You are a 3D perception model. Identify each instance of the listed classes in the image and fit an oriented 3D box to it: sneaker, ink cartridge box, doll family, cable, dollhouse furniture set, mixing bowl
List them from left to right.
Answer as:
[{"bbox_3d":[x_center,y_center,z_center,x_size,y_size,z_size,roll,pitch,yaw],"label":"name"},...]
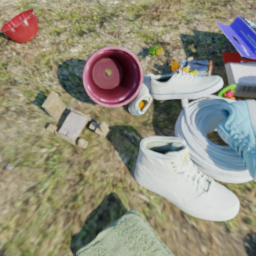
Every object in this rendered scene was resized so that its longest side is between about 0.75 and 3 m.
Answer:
[{"bbox_3d":[-4.672,-4.413,12.486,1.705,0.924,1.705,-17,42,16],"label":"mixing bowl"},{"bbox_3d":[-1.672,-0.140,8.467,1.929,0.854,1.000,25,72,15],"label":"dollhouse furniture set"},{"bbox_3d":[0.585,-1.106,9.360,0.611,0.579,1.514,13,79,61],"label":"sneaker"},{"bbox_3d":[1.674,-1.360,8.515,2.237,0.792,0.817,-5,37,26],"label":"sneaker"},{"bbox_3d":[1.481,1.204,6.939,2.846,1.644,1.048,20,49,16],"label":"sneaker"},{"bbox_3d":[2.244,-2.059,10.249,1.487,1.079,2.396,2,46,18],"label":"doll family"},{"bbox_3d":[2.793,0.274,8.249,2.860,0.990,2.860,12,49,9],"label":"cable"},{"bbox_3d":[2.822,0.297,7.080,1.081,0.976,2.639,-4,38,15],"label":"sneaker"},{"bbox_3d":[5.075,-2.331,10.878,2.436,0.855,2.998,4,51,4],"label":"ink cartridge box"},{"bbox_3d":[5.017,-3.234,10.473,2.828,0.614,2.802,9,41,-16],"label":"ink cartridge box"}]

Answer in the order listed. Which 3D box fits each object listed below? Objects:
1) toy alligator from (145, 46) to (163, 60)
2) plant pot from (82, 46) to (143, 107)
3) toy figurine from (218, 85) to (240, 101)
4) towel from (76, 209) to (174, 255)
[{"bbox_3d":[1.042,-3.165,11.577,0.493,0.357,1.487,6,29,24],"label":"toy alligator"},{"bbox_3d":[-0.586,-1.686,9.038,1.826,1.826,1.635,-10,16,-9],"label":"plant pot"},{"bbox_3d":[3.621,-0.913,9.657,0.689,0.918,0.845,-31,70,12],"label":"toy figurine"},{"bbox_3d":[0.147,2.988,5.626,1.836,0.452,2.475,-40,51,-11],"label":"towel"}]
